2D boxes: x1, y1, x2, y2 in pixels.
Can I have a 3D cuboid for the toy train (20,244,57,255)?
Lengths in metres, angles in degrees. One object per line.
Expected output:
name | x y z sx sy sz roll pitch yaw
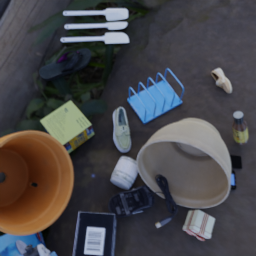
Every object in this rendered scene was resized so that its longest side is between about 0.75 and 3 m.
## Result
toy train | -3.068 4.243 7.437 2.770 1.201 1.582 -27 104 -16

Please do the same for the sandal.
sandal | -2.511 -2.645 11.404 2.324 0.556 0.873 -32 68 -16

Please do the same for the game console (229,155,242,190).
game console | 3.576 1.527 9.676 0.729 0.149 1.236 5 65 2

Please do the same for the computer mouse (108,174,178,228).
computer mouse | 0.505 2.565 8.984 2.115 0.487 1.485 -24 70 -7

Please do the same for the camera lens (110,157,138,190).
camera lens | -0.086 1.487 9.353 0.754 0.754 0.943 23 67 10

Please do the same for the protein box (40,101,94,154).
protein box | -2.140 0.008 9.982 1.297 0.875 1.287 -37 70 -16

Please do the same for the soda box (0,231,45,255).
soda box | -3.739 3.699 8.302 2.308 0.740 0.783 -23 68 -9

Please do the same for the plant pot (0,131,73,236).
plant pot | -3.339 1.526 8.250 1.972 2.818 2.818 -4 58 39

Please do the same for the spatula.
spatula | -1.478 -4.577 12.560 2.979 0.239 2.071 -2 70 0

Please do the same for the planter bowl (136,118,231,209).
planter bowl | 1.886 0.865 8.765 2.784 2.784 1.874 24 47 11

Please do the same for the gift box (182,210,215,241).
gift box | 2.169 3.041 8.665 0.720 0.781 0.729 28 63 -3

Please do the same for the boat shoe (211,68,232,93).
boat shoe | 3.681 -1.827 11.125 0.425 0.453 1.228 -16 56 -5

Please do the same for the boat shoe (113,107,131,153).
boat shoe | -0.253 0.057 10.061 0.597 0.514 1.658 -7 73 -15

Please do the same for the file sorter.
file sorter | 1.034 -1.228 10.468 1.759 1.079 1.220 -29 69 -13

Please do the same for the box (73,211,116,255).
box | -0.877 3.224 7.887 0.997 1.911 1.414 4 64 0

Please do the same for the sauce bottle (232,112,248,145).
sauce bottle | 3.793 0.001 9.520 0.481 1.487 0.481 -14 48 16
